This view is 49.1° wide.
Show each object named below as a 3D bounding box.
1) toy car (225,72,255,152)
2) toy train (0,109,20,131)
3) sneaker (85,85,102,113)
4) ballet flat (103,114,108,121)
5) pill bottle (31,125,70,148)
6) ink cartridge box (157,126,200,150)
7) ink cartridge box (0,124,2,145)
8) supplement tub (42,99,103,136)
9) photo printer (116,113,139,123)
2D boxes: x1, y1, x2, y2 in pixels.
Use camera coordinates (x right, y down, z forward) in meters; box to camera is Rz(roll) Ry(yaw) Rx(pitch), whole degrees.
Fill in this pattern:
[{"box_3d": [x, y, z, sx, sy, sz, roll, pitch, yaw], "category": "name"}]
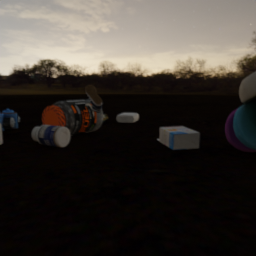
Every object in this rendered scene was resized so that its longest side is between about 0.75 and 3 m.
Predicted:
[{"box_3d": [3.941, -0.215, 8.198, 2.199, 2.566, 2.932, -34, -8, 28], "category": "toy car"}, {"box_3d": [-5.761, -0.283, 11.959, 2.078, 0.901, 1.187, 0, 18, -14], "category": "toy train"}, {"box_3d": [-1.090, -0.891, 8.816, 0.337, 0.521, 0.960, -20, 54, -19], "category": "sneaker"}, {"box_3d": [-1.344, -0.557, 15.134, 0.337, 0.309, 0.981, 2, 10, 10], "category": "ballet flat"}, {"box_3d": [-2.548, 0.251, 9.140, 1.202, 0.667, 0.667, 5, 11, 28], "category": "pill bottle"}, {"box_3d": [1.609, 0.287, 9.357, 0.902, 0.532, 1.567, -2, 10, -14], "category": "ink cartridge box"}, {"box_3d": [-4.784, 0.337, 8.441, 1.279, 0.723, 1.746, 0, 9, -2], "category": "ink cartridge box"}, {"box_3d": [-2.142, -0.399, 10.961, 1.363, 1.363, 2.225, 6, 12, 34], "category": "supplement tub"}, {"box_3d": [0.009, -0.547, 14.747, 0.977, 0.408, 1.175, 3, 10, 17], "category": "photo printer"}]
